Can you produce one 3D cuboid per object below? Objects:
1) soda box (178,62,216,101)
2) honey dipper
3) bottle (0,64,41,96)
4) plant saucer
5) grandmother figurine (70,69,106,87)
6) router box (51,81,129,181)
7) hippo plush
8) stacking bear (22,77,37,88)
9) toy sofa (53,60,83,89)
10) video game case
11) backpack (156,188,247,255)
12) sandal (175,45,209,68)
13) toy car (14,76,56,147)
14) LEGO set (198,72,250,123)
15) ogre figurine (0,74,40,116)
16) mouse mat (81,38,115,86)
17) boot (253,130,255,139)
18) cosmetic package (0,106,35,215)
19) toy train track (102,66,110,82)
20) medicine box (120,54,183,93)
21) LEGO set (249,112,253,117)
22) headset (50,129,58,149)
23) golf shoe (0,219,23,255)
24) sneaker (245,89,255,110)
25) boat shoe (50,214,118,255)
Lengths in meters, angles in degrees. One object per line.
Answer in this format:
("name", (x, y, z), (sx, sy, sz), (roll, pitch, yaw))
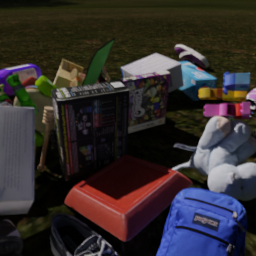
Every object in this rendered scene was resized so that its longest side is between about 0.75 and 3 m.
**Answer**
("soda box", (2.500, -1.960, 11.284), (0.866, 0.819, 2.553), (-7, 29, -12))
("honey dipper", (-1.850, 0.291, 6.346), (0.292, 1.538, 0.292), (11, 15, -3))
("bottle", (-4.401, -1.722, 10.535), (0.785, 1.004, 2.404), (15, 29, 31))
("plant saucer", (-0.045, 1.131, 5.419), (1.855, 0.341, 1.859), (-29, 28, -37))
("grandmother figurine", (-1.137, -1.512, 10.172), (2.004, 1.215, 0.607), (3, 1, -45))
("router box", (-0.799, 0.057, 6.204), (1.515, 2.021, 0.628), (-11, 33, -22))
("hippo plush", (1.963, 0.687, 5.613), (1.843, 1.468, 1.482), (-1, 27, -4))
("stacking bear", (-2.919, -0.889, 9.292), (1.570, 0.953, 0.893), (32, 58, 32))
("toy sofa", (-2.379, -1.727, 10.935), (0.957, 1.127, 2.310), (20, 23, -17))
("video game case", (0.446, -0.722, 8.039), (1.523, 1.680, 0.301), (-15, 35, -27))
("backpack", (1.065, 1.589, 3.869), (1.202, 1.241, 1.479), (16, 53, 17))
("sandal", (3.121, -3.686, 14.650), (0.650, 1.077, 2.646), (-46, 37, 2))
("toy car", (-2.438, -0.654, 7.778), (1.506, 1.446, 1.833), (-45, 29, 4))
("LEGO set", (2.379, -0.646, 7.152), (1.218, 1.132, 2.969), (2, -7, 20))
("ogre figurine", (-2.732, -0.310, 6.173), (0.854, 1.044, 1.742), (-35, 18, 32))
("mouse mat", (-1.158, -1.415, 8.569), (0.098, 2.612, 2.102), (27, 29, -2))
("boot", (3.965, 0.171, 7.915), (0.782, 0.257, 0.645), (4, 26, 16))
("cosmetic package", (-2.445, 0.537, 4.599), (1.661, 1.021, 1.656), (4, 62, -23))
("toy train track", (-1.119, -2.489, 11.757), (0.235, 1.447, 0.830), (9, 60, 26))
("medicine box", (0.900, -1.991, 10.818), (1.688, 0.954, 1.853), (-25, 34, -15))
("LEGO set", (3.676, -0.462, 9.261), (0.843, 0.207, 0.630), (-10, 41, -14))
("headset", (-1.148, 0.203, 7.227), (1.630, 0.766, 1.007), (-14, 28, -18))
("golf shoe", (-2.714, 1.907, 4.111), (2.172, 0.844, 1.026), (-1, 23, -24))
("sneaker", (4.790, -0.803, 9.435), (0.991, 0.630, 1.738), (-30, 32, -35))
("boat shoe", (-0.523, 1.920, 4.138), (0.698, 0.659, 1.945), (-24, 36, -37))
